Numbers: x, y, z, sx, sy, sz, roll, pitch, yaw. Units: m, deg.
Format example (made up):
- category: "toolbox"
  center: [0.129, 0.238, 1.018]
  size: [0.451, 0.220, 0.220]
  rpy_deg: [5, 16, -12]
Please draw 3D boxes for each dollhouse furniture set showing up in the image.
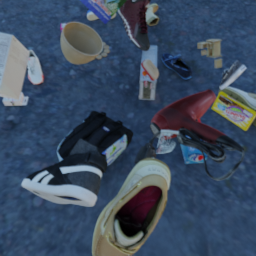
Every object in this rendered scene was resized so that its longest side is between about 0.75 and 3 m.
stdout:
- category: "dollhouse furniture set"
  center: [2.829, -2.604, 10.023]
  size: [0.858, 0.971, 0.540]
  rpy_deg: [-16, 24, -18]

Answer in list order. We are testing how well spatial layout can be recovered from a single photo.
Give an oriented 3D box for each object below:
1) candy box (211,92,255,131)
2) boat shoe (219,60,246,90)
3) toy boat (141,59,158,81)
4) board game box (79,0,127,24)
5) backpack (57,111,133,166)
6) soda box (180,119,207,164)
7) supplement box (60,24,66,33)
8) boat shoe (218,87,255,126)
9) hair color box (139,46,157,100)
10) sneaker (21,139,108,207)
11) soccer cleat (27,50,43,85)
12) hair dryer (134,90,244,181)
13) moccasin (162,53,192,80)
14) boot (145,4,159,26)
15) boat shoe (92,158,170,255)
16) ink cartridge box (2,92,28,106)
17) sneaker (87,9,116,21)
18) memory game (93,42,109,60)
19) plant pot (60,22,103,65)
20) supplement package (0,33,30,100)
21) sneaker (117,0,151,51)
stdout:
- category: "candy box"
  center: [3.945, -0.637, 10.502]
  size: [1.552, 0.793, 0.205]
  rpy_deg: [39, 43, 27]
- category: "boat shoe"
  center: [3.427, -1.786, 9.503]
  size: [0.497, 1.385, 0.470]
  rpy_deg: [-36, 80, -18]
- category: "toy boat"
  center: [0.687, -1.954, 9.691]
  size: [0.759, 0.496, 0.495]
  rpy_deg: [51, 45, -12]
- category: "board game box"
  center: [-0.897, -5.199, 10.193]
  size: [1.974, 1.979, 0.407]
  rpy_deg: [-43, 40, 19]
- category: "backpack"
  center: [-1.224, 0.692, 9.094]
  size: [1.841, 1.735, 2.257]
  rpy_deg: [27, 35, 18]
- category: "soda box"
  center: [2.189, 0.126, 9.922]
  size: [0.720, 0.762, 2.245]
  rpy_deg: [-4, 52, -3]
- category: "supplement box"
  center: [-2.971, -4.975, 14.093]
  size: [0.802, 0.406, 0.414]
  rpy_deg: [-3, 53, -2]
- category: "boat shoe"
  center: [4.638, -0.819, 10.633]
  size: [2.530, 0.945, 0.865]
  rpy_deg: [39, 56, 18]
- category: "hair color box"
  center: [0.835, -2.315, 11.606]
  size: [0.664, 1.084, 2.189]
  rpy_deg: [3, 52, 2]
- category: "sneaker"
  center: [-1.179, 0.833, 5.554]
  size: [2.174, 0.794, 1.216]
  rpy_deg: [-5, 52, 43]
- category: "soccer cleat"
  center: [-4.064, -2.599, 12.025]
  size: [0.624, 0.774, 1.818]
  rpy_deg: [-14, 53, -10]
- category: "hair dryer"
  center: [1.505, 0.079, 6.383]
  size: [2.141, 0.764, 2.812]
  rpy_deg: [3, 45, 22]
- category: "moccasin"
  center: [2.208, -2.869, 12.339]
  size: [0.713, 0.604, 1.771]
  rpy_deg: [-34, 59, -23]
- category: "boot"
  center: [1.297, -5.956, 14.797]
  size: [1.390, 0.501, 1.075]
  rpy_deg: [-35, 59, -18]
- category: "boat shoe"
  center: [-0.044, 1.819, 5.275]
  size: [0.977, 2.641, 0.877]
  rpy_deg: [23, 17, -2]
- category: "ink cartridge box"
  center: [-4.504, -1.161, 11.221]
  size: [0.857, 0.291, 0.493]
  rpy_deg: [-2, 52, -1]
- category: "sneaker"
  center: [-1.446, -6.232, 14.949]
  size: [1.525, 0.585, 0.849]
  rpy_deg: [-8, 61, 2]
- category: "memory game"
  center: [-1.560, -3.690, 13.305]
  size: [1.384, 0.088, 1.384]
  rpy_deg: [0, 53, 0]
- category: "plant pot"
  center: [-1.562, -2.498, 8.741]
  size: [1.297, 0.871, 1.297]
  rpy_deg: [18, 53, -25]
- category: "supplement package"
  center: [-3.419, -1.600, 7.293]
  size: [1.057, 1.374, 1.437]
  rpy_deg: [12, 87, -2]
- category: "sneaker"
  center: [0.502, -4.318, 10.968]
  size: [0.900, 1.374, 2.378]
  rpy_deg: [-20, 80, -52]
